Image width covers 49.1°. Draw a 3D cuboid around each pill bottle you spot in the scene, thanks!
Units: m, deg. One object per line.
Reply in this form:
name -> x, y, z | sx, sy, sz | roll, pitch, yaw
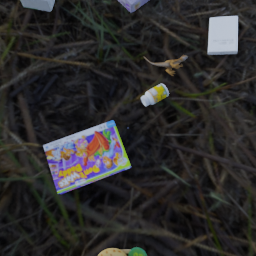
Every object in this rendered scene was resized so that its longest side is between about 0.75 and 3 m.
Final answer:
pill bottle -> 0.797, -0.982, 8.505 | 0.782, 0.441, 0.441 | -30, 75, -9

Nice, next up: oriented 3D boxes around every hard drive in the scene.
hard drive -> 3.091, -3.016, 9.117 | 0.894, 0.181, 1.356 | 2, 71, 17

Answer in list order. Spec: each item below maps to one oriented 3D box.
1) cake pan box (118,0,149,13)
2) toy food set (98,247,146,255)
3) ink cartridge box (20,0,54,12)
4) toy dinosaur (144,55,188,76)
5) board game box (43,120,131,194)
cake pan box -> 0.235, -5.131, 9.762 | 1.809, 0.473, 1.666 | -42, 80, -11
toy food set -> 0.016, 3.957, 6.998 | 1.796, 0.441, 1.814 | 2, 73, 0
ink cartridge box -> -2.999, -4.790, 9.591 | 1.001, 0.567, 1.365 | 9, 73, 3
toy dinosaur -> 1.234, -1.965, 8.729 | 1.375, 0.415, 0.730 | -10, 41, -14
board game box -> -1.137, 0.816, 7.895 | 2.093, 0.469, 1.408 | -20, 76, -5
